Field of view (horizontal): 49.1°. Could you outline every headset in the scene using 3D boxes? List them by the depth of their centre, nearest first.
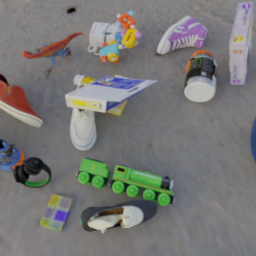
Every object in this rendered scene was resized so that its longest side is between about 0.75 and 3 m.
[{"bbox_3d":[-2.847,1.104,7.946,0.934,1.512,0.711,-29,37,14],"label":"headset"}]

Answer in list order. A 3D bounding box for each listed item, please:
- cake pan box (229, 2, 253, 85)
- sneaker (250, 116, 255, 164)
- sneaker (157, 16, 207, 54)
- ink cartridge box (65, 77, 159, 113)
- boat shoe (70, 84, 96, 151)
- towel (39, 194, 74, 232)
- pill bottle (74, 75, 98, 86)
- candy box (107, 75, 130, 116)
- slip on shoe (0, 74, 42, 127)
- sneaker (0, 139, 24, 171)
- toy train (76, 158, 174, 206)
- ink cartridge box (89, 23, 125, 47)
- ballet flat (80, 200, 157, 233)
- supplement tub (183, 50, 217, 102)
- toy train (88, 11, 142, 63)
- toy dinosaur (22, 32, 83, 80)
[{"bbox_3d":[4.085,-2.954,10.127,0.578,2.212,2.037,10,64,26],"label":"cake pan box"},{"bbox_3d":[4.404,0.739,8.176,1.163,1.047,2.986,7,41,5],"label":"sneaker"},{"bbox_3d":[2.345,-3.621,11.501,1.392,0.885,2.441,40,68,14],"label":"sneaker"},{"bbox_3d":[-0.464,-1.080,8.808,2.147,0.505,2.122,14,31,33],"label":"ink cartridge box"},{"bbox_3d":[-1.501,-0.454,9.313,0.867,0.854,2.447,-1,56,-1],"label":"boat shoe"},{"bbox_3d":[-1.989,2.349,7.854,0.691,0.110,0.962,14,57,9],"label":"towel"},{"bbox_3d":[-1.501,-1.618,10.310,0.947,0.527,0.527,22,59,15],"label":"pill bottle"},{"bbox_3d":[-0.387,-1.227,10.226,0.859,0.222,1.681,19,58,10],"label":"candy box"},{"bbox_3d":[-3.877,-0.980,9.470,2.959,1.096,0.905,35,84,28],"label":"slip on shoe"},{"bbox_3d":[-4.491,0.533,8.546,2.581,1.012,0.972,9,55,6],"label":"sneaker"},{"bbox_3d":[-0.065,1.514,8.017,2.905,0.606,0.819,13,75,8],"label":"toy train"},{"bbox_3d":[-0.858,-3.888,11.808,1.377,0.591,1.008,7,52,3],"label":"ink cartridge box"},{"bbox_3d":[-0.253,2.364,7.337,2.093,0.765,0.765,-8,56,5],"label":"ballet flat"},{"bbox_3d":[2.637,-1.909,10.167,1.091,1.091,1.780,11,57,7],"label":"supplement tub"},{"bbox_3d":[-0.377,-3.543,11.323,2.403,0.668,1.805,-44,54,-2],"label":"toy train"},{"bbox_3d":[-3.004,-3.006,10.530,1.147,1.983,2.185,36,107,5],"label":"toy dinosaur"}]
